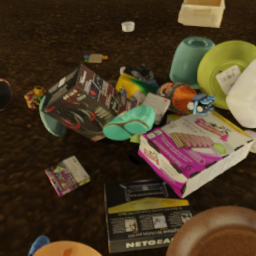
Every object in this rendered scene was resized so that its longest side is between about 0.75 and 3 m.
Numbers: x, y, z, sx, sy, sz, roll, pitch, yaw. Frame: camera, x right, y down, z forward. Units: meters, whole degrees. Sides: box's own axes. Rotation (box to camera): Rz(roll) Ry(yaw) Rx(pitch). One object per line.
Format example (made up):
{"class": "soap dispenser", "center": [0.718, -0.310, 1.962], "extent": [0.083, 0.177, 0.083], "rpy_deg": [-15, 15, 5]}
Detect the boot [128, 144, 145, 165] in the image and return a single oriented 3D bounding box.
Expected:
{"class": "boot", "center": [0.678, 0.897, 9.285], "extent": [1.225, 0.453, 1.004], "rpy_deg": [23, 42, 37]}

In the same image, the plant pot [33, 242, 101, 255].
{"class": "plant pot", "center": [-1.232, 3.312, 4.996], "extent": [2.479, 2.479, 1.735], "rpy_deg": [3, 21, 3]}

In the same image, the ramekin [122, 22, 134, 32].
{"class": "ramekin", "center": [-0.006, -6.771, 18.790], "extent": [0.828, 0.404, 0.828], "rpy_deg": [-3, 37, 2]}

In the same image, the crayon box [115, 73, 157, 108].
{"class": "crayon box", "center": [0.129, -1.039, 10.387], "extent": [1.397, 1.619, 0.472], "rpy_deg": [21, 41, -3]}

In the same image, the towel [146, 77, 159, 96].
{"class": "towel", "center": [0.675, -1.856, 12.627], "extent": [1.242, 0.540, 2.225], "rpy_deg": [-9, 41, -8]}

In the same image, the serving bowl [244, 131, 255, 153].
{"class": "serving bowl", "center": [4.031, 0.513, 9.133], "extent": [0.295, 0.898, 0.898], "rpy_deg": [-43, 53, -18]}

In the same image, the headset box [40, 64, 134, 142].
{"class": "headset box", "center": [-1.184, -0.622, 9.216], "extent": [1.918, 2.580, 0.968], "rpy_deg": [-24, 45, 37]}

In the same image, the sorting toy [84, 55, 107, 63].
{"class": "sorting toy", "center": [-1.773, -3.739, 15.257], "extent": [1.308, 0.178, 0.737], "rpy_deg": [2, 43, 3]}

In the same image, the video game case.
{"class": "video game case", "center": [-1.887, 1.468, 8.698], "extent": [1.033, 0.204, 1.140], "rpy_deg": [-26, 44, -23]}

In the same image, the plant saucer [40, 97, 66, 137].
{"class": "plant saucer", "center": [-2.748, -0.391, 10.134], "extent": [0.213, 1.557, 1.557], "rpy_deg": [-20, 37, 12]}

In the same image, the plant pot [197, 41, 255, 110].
{"class": "plant pot", "center": [3.696, -1.778, 10.073], "extent": [2.730, 2.730, 2.917], "rpy_deg": [15, 19, 17]}

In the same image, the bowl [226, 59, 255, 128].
{"class": "bowl", "center": [4.112, -0.995, 8.701], "extent": [1.886, 1.883, 0.704], "rpy_deg": [-53, 39, -3]}

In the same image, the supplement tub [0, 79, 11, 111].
{"class": "supplement tub", "center": [-6.267, -1.565, 11.613], "extent": [2.524, 1.350, 1.350], "rpy_deg": [13, 41, 15]}

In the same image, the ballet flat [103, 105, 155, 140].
{"class": "ballet flat", "center": [0.055, -0.160, 8.118], "extent": [2.266, 0.763, 0.797], "rpy_deg": [-17, 37, 58]}

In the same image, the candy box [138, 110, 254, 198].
{"class": "candy box", "center": [2.035, 0.562, 8.411], "extent": [2.883, 0.879, 1.966], "rpy_deg": [-23, 49, -30]}

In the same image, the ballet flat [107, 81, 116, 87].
{"class": "ballet flat", "center": [-1.096, -1.899, 12.862], "extent": [1.145, 0.388, 0.414], "rpy_deg": [-3, 59, -3]}

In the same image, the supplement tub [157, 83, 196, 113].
{"class": "supplement tub", "center": [1.850, -1.160, 10.716], "extent": [1.131, 1.131, 1.845], "rpy_deg": [-8, 10, -10]}

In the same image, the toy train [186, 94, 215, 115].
{"class": "toy train", "center": [2.300, -0.748, 8.828], "extent": [0.672, 0.510, 1.177], "rpy_deg": [15, 26, 31]}

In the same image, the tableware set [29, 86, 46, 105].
{"class": "tableware set", "center": [-2.747, -1.193, 11.401], "extent": [2.250, 0.345, 1.516], "rpy_deg": [15, 31, -5]}

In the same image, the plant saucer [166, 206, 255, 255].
{"class": "plant saucer", "center": [2.154, 3.028, 5.421], "extent": [2.975, 0.544, 2.975], "rpy_deg": [-4, 68, 10]}

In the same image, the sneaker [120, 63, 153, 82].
{"class": "sneaker", "center": [0.499, -1.803, 11.418], "extent": [1.238, 0.821, 2.175], "rpy_deg": [-21, 59, 2]}

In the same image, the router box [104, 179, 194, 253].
{"class": "router box", "center": [0.538, 2.245, 7.494], "extent": [2.258, 0.590, 1.775], "rpy_deg": [-4, 39, -5]}

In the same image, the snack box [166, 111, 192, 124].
{"class": "snack box", "center": [2.450, 0.211, 10.031], "extent": [1.481, 0.552, 2.083], "rpy_deg": [-10, 41, -13]}

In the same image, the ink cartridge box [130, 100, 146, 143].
{"class": "ink cartridge box", "center": [0.450, -0.232, 9.718], "extent": [0.482, 1.432, 0.839], "rpy_deg": [10, 6, 5]}

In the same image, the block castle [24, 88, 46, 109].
{"class": "block castle", "center": [-3.845, -1.266, 11.835], "extent": [0.434, 0.618, 0.924], "rpy_deg": [16, 41, 31]}

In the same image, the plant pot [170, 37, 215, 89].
{"class": "plant pot", "center": [3.191, -3.200, 13.287], "extent": [2.247, 1.804, 2.247], "rpy_deg": [0, 38, 0]}

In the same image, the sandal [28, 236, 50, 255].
{"class": "sandal", "center": [-2.177, 3.066, 6.546], "extent": [0.485, 0.531, 1.221], "rpy_deg": [2, 37, 6]}

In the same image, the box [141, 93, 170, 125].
{"class": "box", "center": [0.833, -0.643, 9.194], "extent": [0.780, 0.206, 1.000], "rpy_deg": [21, 57, 14]}

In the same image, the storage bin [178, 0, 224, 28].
{"class": "storage bin", "center": [5.264, -8.510, 20.197], "extent": [2.929, 1.382, 2.950], "rpy_deg": [9, 40, 10]}
